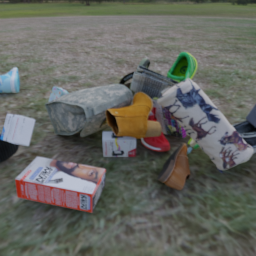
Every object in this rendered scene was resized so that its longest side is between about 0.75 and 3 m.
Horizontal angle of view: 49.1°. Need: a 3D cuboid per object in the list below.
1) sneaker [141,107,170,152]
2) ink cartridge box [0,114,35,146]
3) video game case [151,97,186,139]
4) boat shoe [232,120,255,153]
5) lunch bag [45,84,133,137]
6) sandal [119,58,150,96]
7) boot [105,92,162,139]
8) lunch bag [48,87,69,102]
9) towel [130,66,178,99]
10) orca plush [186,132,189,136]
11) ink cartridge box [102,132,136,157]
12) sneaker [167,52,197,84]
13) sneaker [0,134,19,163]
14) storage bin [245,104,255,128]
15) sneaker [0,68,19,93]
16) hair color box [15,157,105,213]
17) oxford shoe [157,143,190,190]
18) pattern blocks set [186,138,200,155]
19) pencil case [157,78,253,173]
[{"bbox_3d":[0.723,-0.043,8.758,0.707,1.042,1.804,-8,27,-30],"label":"sneaker"},{"bbox_3d":[-2.782,0.045,7.027,0.408,0.696,0.951,18,-8,-43],"label":"ink cartridge box"},{"bbox_3d":[1.297,-0.328,8.982,0.222,1.237,1.121,-31,30,-32],"label":"video game case"},{"bbox_3d":[4.090,0.020,8.690,2.860,0.977,1.056,-12,33,-20],"label":"boat shoe"},{"bbox_3d":[-1.181,-0.583,8.990,1.913,1.371,2.332,-27,16,-38],"label":"lunch bag"},{"bbox_3d":[0.075,-1.754,10.674,0.745,2.611,1.037,27,52,-2],"label":"sandal"},{"bbox_3d":[0.023,-0.475,8.130,1.451,0.713,2.027,5,39,-25],"label":"boot"},{"bbox_3d":[-2.679,-1.052,10.652,0.388,1.007,0.808,12,12,-47],"label":"lunch bag"},{"bbox_3d":[0.792,-1.335,9.129,1.400,1.454,0.251,24,66,1],"label":"towel"},{"bbox_3d":[1.590,-0.485,9.469,1.824,0.960,0.648,30,54,24],"label":"orca plush"},{"bbox_3d":[-0.264,0.481,8.134,0.957,0.698,0.396,-1,40,-2],"label":"ink cartridge box"},{"bbox_3d":[1.615,-1.425,10.007,1.021,2.756,1.152,15,-5,29],"label":"sneaker"},{"bbox_3d":[-4.407,0.557,7.775,2.512,0.931,1.112,-14,32,-25],"label":"sneaker"},{"bbox_3d":[3.678,-0.360,7.693,0.578,0.794,0.534,-6,42,-44],"label":"storage bin"},{"bbox_3d":[-6.009,-2.302,13.411,1.468,0.894,2.249,-7,27,-16],"label":"sneaker"},{"bbox_3d":[-1.527,1.277,6.521,1.802,0.576,0.999,9,26,9],"label":"hair color box"},{"bbox_3d":[1.343,1.027,7.412,0.692,0.693,1.942,37,31,3],"label":"oxford shoe"},{"bbox_3d":[2.199,0.183,8.379,0.117,1.272,1.447,42,47,-2],"label":"pattern blocks set"},{"bbox_3d":[1.952,-0.106,7.352,1.047,2.691,1.204,-43,1,-15],"label":"pencil case"}]
